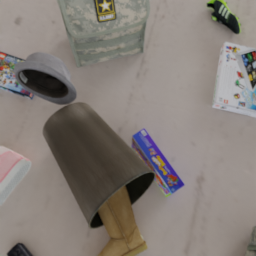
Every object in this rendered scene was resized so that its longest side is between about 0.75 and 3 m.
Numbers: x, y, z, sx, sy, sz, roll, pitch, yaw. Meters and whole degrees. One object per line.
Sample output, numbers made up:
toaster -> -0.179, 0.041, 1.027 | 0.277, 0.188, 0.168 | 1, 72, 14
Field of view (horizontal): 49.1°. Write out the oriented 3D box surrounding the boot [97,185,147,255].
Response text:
boot -> -0.599, 2.608, 7.565 | 1.773, 0.669, 2.024 | -21, 79, -20

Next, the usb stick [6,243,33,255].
usb stick -> -2.417, 3.933, 7.362 | 2.015, 0.329, 0.559 | 44, 84, 13

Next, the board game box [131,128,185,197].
board game box -> 0.773, 1.019, 7.855 | 0.411, 1.234, 1.835 | -32, 74, -10

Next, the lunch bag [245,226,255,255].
lunch bag -> 3.908, 3.522, 6.897 | 1.968, 1.371, 1.651 | 23, 67, 3

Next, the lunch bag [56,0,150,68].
lunch bag -> -0.734, -3.387, 8.406 | 2.453, 2.991, 1.758 | -14, 72, -6

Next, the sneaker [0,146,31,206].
sneaker -> -3.998, 1.579, 7.832 | 1.274, 0.918, 2.438 | 33, 68, 7

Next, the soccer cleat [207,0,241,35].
soccer cleat -> 3.381, -3.909, 9.922 | 0.688, 0.573, 1.699 | -26, 70, 7

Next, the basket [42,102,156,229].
basket -> -0.928, 0.823, 7.492 | 1.924, 2.551, 2.829 | -21, 62, -35

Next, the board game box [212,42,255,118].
board game box -> 3.665, -1.605, 9.150 | 1.471, 0.403, 2.331 | 14, 72, 2

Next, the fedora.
fedora -> -2.040, -1.346, 7.195 | 1.650, 1.460, 0.745 | 26, 60, -27

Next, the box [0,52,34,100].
box -> -3.715, -1.740, 9.263 | 1.690, 0.318, 1.154 | 19, 73, 6
